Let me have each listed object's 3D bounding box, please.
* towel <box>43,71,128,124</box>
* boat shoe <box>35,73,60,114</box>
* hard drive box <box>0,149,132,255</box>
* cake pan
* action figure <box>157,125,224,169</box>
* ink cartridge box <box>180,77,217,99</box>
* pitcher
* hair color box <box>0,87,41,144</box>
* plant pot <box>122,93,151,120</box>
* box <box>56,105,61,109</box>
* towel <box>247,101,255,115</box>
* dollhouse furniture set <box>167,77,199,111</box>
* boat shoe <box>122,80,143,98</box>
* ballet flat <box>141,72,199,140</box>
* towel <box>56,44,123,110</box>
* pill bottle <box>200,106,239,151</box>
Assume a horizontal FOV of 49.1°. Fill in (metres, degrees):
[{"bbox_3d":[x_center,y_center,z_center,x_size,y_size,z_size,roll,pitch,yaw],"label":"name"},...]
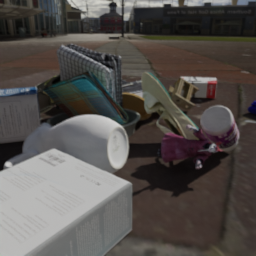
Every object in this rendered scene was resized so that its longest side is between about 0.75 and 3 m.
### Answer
[{"bbox_3d":[-1.262,-0.671,7.905,2.387,1.750,0.259,-4,45,47],"label":"towel"},{"bbox_3d":[-2.546,-1.322,9.775,2.620,0.936,0.783,-38,18,-13],"label":"boat shoe"},{"bbox_3d":[-1.492,1.438,4.191,2.009,0.990,2.577,17,27,36],"label":"hard drive box"},{"bbox_3d":[-1.006,-0.085,8.450,2.765,0.507,2.765,-3,16,1],"label":"cake pan"},{"bbox_3d":[1.494,0.537,6.592,1.480,0.991,1.102,0,-17,27],"label":"action figure"},{"bbox_3d":[3.176,-1.891,13.012,1.725,0.722,1.245,4,22,14],"label":"ink cartridge box"},{"bbox_3d":[-1.341,0.543,6.171,2.315,1.403,1.986,0,26,27],"label":"pitcher"},{"bbox_3d":[-4.018,-0.304,8.006,2.878,1.439,0.871,-6,24,-17],"label":"hair color box"},{"bbox_3d":[0.141,-0.733,9.354,1.383,1.383,0.190,9,58,22],"label":"plant pot"},{"bbox_3d":[-2.697,-1.242,11.172,0.267,0.889,0.519,3,22,9],"label":"box"},{"bbox_3d":[5.628,-0.605,10.056,1.526,0.512,2.066,-12,24,-25],"label":"towel"},{"bbox_3d":[1.994,-1.140,11.190,0.924,1.318,0.929,29,58,-12],"label":"dollhouse furniture set"},{"bbox_3d":[-0.259,-1.309,10.580,2.936,0.995,1.053,-14,-17,-27],"label":"boat shoe"},{"bbox_3d":[1.001,-0.500,8.059,0.899,0.899,2.587,-24,69,-46],"label":"ballet flat"},{"bbox_3d":[-1.108,-1.320,8.461,1.901,2.296,0.983,25,49,23],"label":"towel"},{"bbox_3d":[2.390,0.082,7.154,0.771,0.771,1.372,17,-16,37],"label":"pill bottle"}]
